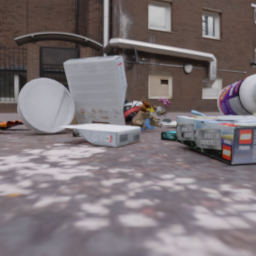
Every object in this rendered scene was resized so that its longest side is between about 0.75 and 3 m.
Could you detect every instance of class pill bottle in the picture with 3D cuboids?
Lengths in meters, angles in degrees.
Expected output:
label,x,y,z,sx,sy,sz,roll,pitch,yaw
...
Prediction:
label,x,y,z,sx,sy,sz,roll,pitch,yaw
pill bottle,4.304,-1.071,9.815,1.375,1.375,2.468,-1,-5,-10

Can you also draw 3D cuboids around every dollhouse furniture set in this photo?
label,x,y,z,sx,sy,sz,roll,pitch,yaw
dollhouse furniture set,-0.569,-0.826,10.742,2.555,1.766,2.706,3,4,31

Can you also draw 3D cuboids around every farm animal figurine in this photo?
label,x,y,z,sx,sy,sz,roll,pitch,yaw
farm animal figurine,0.716,-0.513,9.477,1.354,1.094,0.681,-9,26,-45

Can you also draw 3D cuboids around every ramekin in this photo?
label,x,y,z,sx,sy,sz,roll,pitch,yaw
ramekin,-2.620,-0.604,8.769,1.737,1.737,0.809,-3,-10,-36

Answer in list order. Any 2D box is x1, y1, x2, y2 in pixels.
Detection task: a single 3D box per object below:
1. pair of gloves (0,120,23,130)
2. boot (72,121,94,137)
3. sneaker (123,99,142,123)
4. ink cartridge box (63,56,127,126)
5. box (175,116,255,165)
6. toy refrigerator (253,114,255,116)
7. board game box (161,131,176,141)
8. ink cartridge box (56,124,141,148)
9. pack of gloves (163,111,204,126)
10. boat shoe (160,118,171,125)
label,x,y,z,sx,sy,sz,roll,pitch,yaw
pair of gloves,-4.407,-0.058,9.718,2.111,0.293,2.370,-6,4,11
boot,-1.301,0.022,8.176,0.665,0.345,1.019,-8,10,-5
sneaker,0.135,-0.769,10.383,0.787,0.569,1.611,42,37,13
ink cartridge box,-0.927,-1.051,9.059,1.930,2.379,0.596,3,29,27
box,2.609,0.119,5.105,2.928,0.584,2.005,-1,6,-13
toy refrigerator,3.821,-0.051,7.368,1.924,0.673,0.730,-4,6,-41
board game box,1.731,0.189,7.216,1.553,0.219,1.050,-4,5,-44
ink cartridge box,-0.661,0.150,6.475,1.572,0.394,1.275,2,4,25
pack of gloves,3.090,-0.421,11.504,2.625,0.518,2.205,2,7,39
boat shoe,1.839,-0.332,13.883,0.349,0.343,0.968,2,5,31
